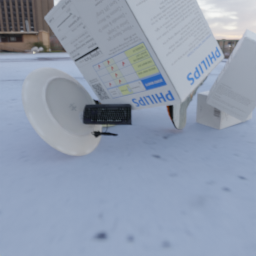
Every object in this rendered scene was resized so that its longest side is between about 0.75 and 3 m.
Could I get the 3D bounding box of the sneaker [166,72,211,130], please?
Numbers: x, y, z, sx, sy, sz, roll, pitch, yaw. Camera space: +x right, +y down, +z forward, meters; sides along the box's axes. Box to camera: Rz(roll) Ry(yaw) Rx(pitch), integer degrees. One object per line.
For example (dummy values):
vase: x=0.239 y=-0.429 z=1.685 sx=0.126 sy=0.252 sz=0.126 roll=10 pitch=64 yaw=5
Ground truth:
sneaker: x=1.729 y=-1.225 z=7.907 sx=1.245 sy=2.706 sz=1.024 roll=-4 pitch=23 yaw=-3

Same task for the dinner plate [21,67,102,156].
dinner plate: x=-1.436 y=-0.473 z=6.808 sx=0.290 sy=2.389 sz=2.389 roll=-27 pitch=2 yaw=32

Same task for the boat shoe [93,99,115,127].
boat shoe: x=-1.002 y=-0.467 z=8.918 sx=2.701 sy=0.846 sz=0.988 roll=-14 pitch=21 yaw=-40

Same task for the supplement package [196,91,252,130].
supplement package: x=3.189 y=-0.708 z=9.191 sx=1.682 sy=1.020 sz=1.008 roll=-16 pitch=23 yaw=-32

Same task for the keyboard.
keyboard: x=-0.506 y=-0.152 z=6.536 sx=1.279 sy=0.813 sz=0.132 roll=1 pitch=5 yaw=25

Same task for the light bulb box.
light bulb box: x=0.047 y=-2.021 z=6.266 sx=1.780 sy=2.853 sz=2.828 roll=-44 pitch=21 yaw=-28

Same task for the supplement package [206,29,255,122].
supplement package: x=3.050 y=-1.358 z=7.284 sx=1.157 sy=1.908 sz=1.142 roll=29 pitch=35 yaw=7
